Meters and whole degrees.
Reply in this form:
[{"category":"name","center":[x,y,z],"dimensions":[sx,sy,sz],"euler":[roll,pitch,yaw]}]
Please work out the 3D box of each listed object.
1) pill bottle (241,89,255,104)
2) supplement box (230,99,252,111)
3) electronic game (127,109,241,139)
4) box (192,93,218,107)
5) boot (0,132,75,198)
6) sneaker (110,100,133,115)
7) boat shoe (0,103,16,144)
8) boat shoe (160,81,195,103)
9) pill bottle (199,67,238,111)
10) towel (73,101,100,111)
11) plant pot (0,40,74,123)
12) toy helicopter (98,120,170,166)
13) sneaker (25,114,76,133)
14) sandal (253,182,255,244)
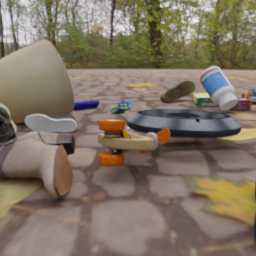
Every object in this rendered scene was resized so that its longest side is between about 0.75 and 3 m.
[{"category":"pill bottle","center":[5.878,-1.434,12.770],"dimensions":[1.335,0.709,0.709],"euler":[-2,15,-5]},{"category":"supplement box","center":[4.556,-0.962,11.508],"dimensions":[0.805,0.415,0.527],"euler":[-3,15,-11]},{"category":"electronic game","center":[1.335,-0.093,6.919],"dimensions":[2.726,0.567,2.726],"euler":[2,9,0]},{"category":"box","center":[3.595,-1.354,13.010],"dimensions":[1.094,0.451,1.865],"euler":[0,17,6]},{"category":"boot","center":[-1.762,0.651,4.936],"dimensions":[1.505,0.723,2.058],"euler":[-10,20,0]},{"category":"sneaker","center":[-0.190,-0.669,9.336],"dimensions":[0.914,0.324,0.379],"euler":[-20,-19,39]},{"category":"boat shoe","center":[-2.509,0.033,5.433],"dimensions":[0.652,0.578,1.782],"euler":[-21,-16,-9]},{"category":"boat shoe","center":[2.374,-1.750,13.533],"dimensions":[1.969,0.709,0.665],"euler":[-25,6,-24]},{"category":"pill bottle","center":[3.618,-1.550,11.177],"dimensions":[0.946,0.946,1.685],"euler":[-7,57,-24]},{"category":"towel","center":[-1.899,-0.935,11.754],"dimensions":[1.198,0.297,0.885],"euler":[-10,11,-33]},{"category":"plant pot","center":[-3.607,-1.200,9.068],"dimensions":[2.789,2.612,2.612],"euler":[-25,24,-26]},{"category":"toy helicopter","center":[0.034,0.209,5.628],"dimensions":[1.298,0.774,1.963],"euler":[0,4,-8]},{"category":"sneaker","center":[-2.239,-0.164,8.305],"dimensions":[1.481,0.524,0.734],"euler":[4,12,-4]},{"category":"sandal","center":[2.007,1.044,3.535],"dimensions":[0.876,0.493,2.304],"euler":[4,15,13]}]
